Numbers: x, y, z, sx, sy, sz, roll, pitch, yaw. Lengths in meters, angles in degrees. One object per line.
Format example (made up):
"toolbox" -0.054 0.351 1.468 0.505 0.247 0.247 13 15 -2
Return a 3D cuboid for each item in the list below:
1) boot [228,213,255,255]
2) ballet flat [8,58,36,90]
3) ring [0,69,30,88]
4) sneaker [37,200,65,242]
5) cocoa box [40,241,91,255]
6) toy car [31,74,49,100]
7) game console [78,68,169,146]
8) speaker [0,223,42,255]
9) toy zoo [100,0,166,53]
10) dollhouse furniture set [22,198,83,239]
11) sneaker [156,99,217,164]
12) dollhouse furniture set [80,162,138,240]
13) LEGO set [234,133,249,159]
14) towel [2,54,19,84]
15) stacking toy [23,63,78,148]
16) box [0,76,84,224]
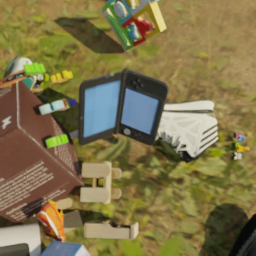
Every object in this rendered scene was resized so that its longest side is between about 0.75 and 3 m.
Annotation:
"boot" 3.527 3.391 6.838 1.856 0.844 2.210 31 84 11
"ballet flat" -3.020 -1.069 7.590 0.778 2.240 0.778 19 54 -28
"ring" -2.415 -1.093 6.102 1.036 1.036 0.099 -26 119 -7
"sneaker" -1.569 2.106 6.154 0.478 1.311 0.506 18 45 20
"cocoa box" -1.392 3.172 5.304 1.651 1.101 1.083 -47 114 -44
"toy car" -2.605 -1.159 8.000 0.628 0.653 0.795 -38 64 31
"game console" -0.151 -0.245 6.423 1.632 1.912 1.131 22 44 13
"speaker" -3.171 2.701 5.891 2.524 1.025 1.025 -1 74 -22
"toy zoo" 0.145 -3.034 7.568 0.232 2.264 1.485 -39 106 -24
"dollhouse furniture set" -2.072 2.327 7.476 1.145 0.933 1.089 -28 74 29
"sneaker" 1.127 0.202 7.590 2.814 1.062 1.619 -8 73 -4
"dollhouse furniture set" -0.365 1.685 6.693 1.137 1.501 1.712 -1 78 9
"LEGO set" 3.224 0.514 7.911 0.321 0.298 0.781 10 77 3
"towel" -3.116 -1.547 7.398 0.081 0.751 0.551 30 41 -15
"stacking toy" -1.585 -0.488 6.289 0.518 2.203 1.661 -18 93 10
"box" -2.531 0.559 6.387 1.944 2.344 1.924 -29 44 4
